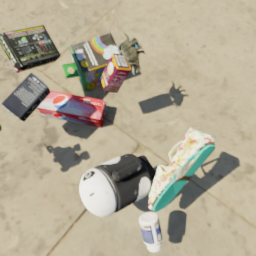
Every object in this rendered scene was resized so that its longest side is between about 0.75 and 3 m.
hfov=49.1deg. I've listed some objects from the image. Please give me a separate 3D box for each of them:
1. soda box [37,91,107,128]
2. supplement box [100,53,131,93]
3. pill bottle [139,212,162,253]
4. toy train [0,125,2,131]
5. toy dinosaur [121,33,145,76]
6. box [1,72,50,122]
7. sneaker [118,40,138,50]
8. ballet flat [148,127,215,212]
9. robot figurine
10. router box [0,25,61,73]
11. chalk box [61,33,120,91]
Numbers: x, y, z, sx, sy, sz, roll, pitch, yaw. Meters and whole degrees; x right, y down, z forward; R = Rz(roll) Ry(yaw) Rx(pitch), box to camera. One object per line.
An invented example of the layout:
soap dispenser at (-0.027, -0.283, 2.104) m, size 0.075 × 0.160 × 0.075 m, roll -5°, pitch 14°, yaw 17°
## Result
soda box at (-2.310, -0.798, 11.707) m, size 2.698 × 0.856 × 0.945 m, roll 11°, pitch 66°, yaw 5°
supplement box at (-0.442, -1.824, 9.447) m, size 0.519 × 1.211 × 0.668 m, roll 0°, pitch 56°, yaw -29°
pill bottle at (0.696, 3.119, 8.347) m, size 0.590 × 0.590 × 1.063 m, roll -13°, pitch 105°, yaw -6°
toy train at (-4.260, 0.114, 8.351) m, size 1.067 × 1.845 × 0.781 m, roll -27°, pitch 113°, yaw 4°
toy dinosaur at (0.072, -2.452, 8.864) m, size 0.713 × 0.537 × 1.394 m, roll -32°, pitch 81°, yaw 10°
box at (-3.339, -0.980, 9.273) m, size 0.744 × 1.055 × 1.426 m, roll 41°, pitch 78°, yaw -7°
sneaker at (-0.009, -3.925, 13.395) m, size 0.981 × 0.359 × 0.402 m, roll -23°, pitch 68°, yaw -10°
ballet flat at (1.388, 1.189, 8.105) m, size 2.845 × 1.076 × 0.909 m, roll -54°, pitch 51°, yaw 20°
robot figurine at (-0.302, 1.612, 8.289) m, size 2.349 × 1.765 × 1.466 m, roll -20°, pitch 29°, yaw -35°
router box at (-3.284, -2.678, 9.415) m, size 1.640 × 0.509 × 1.229 m, roll -31°, pitch 94°, yaw -42°
chalk box at (-1.601, -2.759, 12.238) m, size 2.475 × 1.534 × 1.545 m, roll -21°, pitch 69°, yaw -8°
